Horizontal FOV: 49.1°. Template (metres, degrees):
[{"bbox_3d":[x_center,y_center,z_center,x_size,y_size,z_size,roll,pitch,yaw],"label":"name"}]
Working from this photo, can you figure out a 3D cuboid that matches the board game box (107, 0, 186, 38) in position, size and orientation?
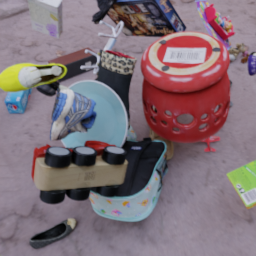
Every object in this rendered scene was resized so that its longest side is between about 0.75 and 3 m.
[{"bbox_3d":[0.442,-4.036,10.027,2.823,1.912,0.488,20,79,43],"label":"board game box"}]

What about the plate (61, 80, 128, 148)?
[{"bbox_3d":[-1.006,-0.173,7.707,2.258,2.258,0.289,21,18,19],"label":"plate"}]

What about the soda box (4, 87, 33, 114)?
[{"bbox_3d":[-4.636,-1.533,12.048,0.643,0.679,2.003,0,46,0],"label":"soda box"}]

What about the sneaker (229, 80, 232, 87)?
[{"bbox_3d":[3.876,-2.547,12.921,0.811,0.853,2.152,-31,55,-28],"label":"sneaker"}]

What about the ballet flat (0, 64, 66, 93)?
[{"bbox_3d":[-2.536,-1.476,7.769,0.714,0.712,2.130,-2,16,32],"label":"ballet flat"}]

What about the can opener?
[{"bbox_3d":[-2.882,-1.589,8.876,1.599,0.507,0.629,33,29,2],"label":"can opener"}]

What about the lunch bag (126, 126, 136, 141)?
[{"bbox_3d":[-0.333,0.197,10.500,1.111,0.534,1.386,-17,49,-15],"label":"lunch bag"}]

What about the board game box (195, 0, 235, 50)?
[{"bbox_3d":[3.161,-3.650,9.603,1.963,0.484,2.485,58,35,-7],"label":"board game box"}]

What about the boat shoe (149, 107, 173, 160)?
[{"bbox_3d":[1.177,0.116,10.410,0.849,0.768,2.382,-4,46,-4],"label":"boat shoe"}]

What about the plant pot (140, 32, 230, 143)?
[{"bbox_3d":[1.753,-1.358,8.644,2.799,2.549,2.799,-6,48,7],"label":"plant pot"}]

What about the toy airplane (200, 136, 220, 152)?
[{"bbox_3d":[2.985,0.549,10.411,0.960,0.177,0.960,1,47,-2],"label":"toy airplane"}]

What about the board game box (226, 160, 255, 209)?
[{"bbox_3d":[3.821,1.207,7.346,2.130,0.319,1.018,-29,52,8],"label":"board game box"}]

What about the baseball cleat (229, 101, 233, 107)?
[{"bbox_3d":[4.090,-1.228,11.917,0.301,0.459,0.863,-39,51,-15],"label":"baseball cleat"}]

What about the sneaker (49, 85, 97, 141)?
[{"bbox_3d":[-1.226,-0.143,6.304,0.934,2.194,0.845,12,72,-13],"label":"sneaker"}]

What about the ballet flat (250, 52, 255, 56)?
[{"bbox_3d":[4.753,-2.275,9.623,0.542,0.545,1.595,-44,33,1],"label":"ballet flat"}]

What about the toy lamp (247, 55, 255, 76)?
[{"bbox_3d":[4.792,-1.933,7.960,2.509,0.730,0.730,3,41,37],"label":"toy lamp"}]

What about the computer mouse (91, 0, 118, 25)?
[{"bbox_3d":[-0.702,-4.259,9.329,0.481,1.264,1.826,28,39,-35],"label":"computer mouse"}]

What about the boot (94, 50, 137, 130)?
[{"bbox_3d":[-0.834,-1.299,8.333,1.006,2.105,2.787,-12,30,-42],"label":"boot"}]

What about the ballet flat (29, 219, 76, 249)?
[{"bbox_3d":[-2.107,2.985,7.934,1.366,0.388,0.454,-25,51,-22],"label":"ballet flat"}]

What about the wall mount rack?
[{"bbox_3d":[-0.877,-2.484,8.685,0.717,1.923,1.671,23,29,-21],"label":"wall mount rack"}]

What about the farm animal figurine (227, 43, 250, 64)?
[{"bbox_3d":[5.612,-3.941,14.340,1.326,0.699,1.341,0,46,0],"label":"farm animal figurine"}]

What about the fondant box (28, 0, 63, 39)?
[{"bbox_3d":[-2.981,-4.103,10.216,1.093,1.515,0.441,19,63,-2],"label":"fondant box"}]

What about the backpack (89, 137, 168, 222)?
[{"bbox_3d":[-0.044,1.549,8.123,2.122,1.851,2.414,6,30,21],"label":"backpack"}]

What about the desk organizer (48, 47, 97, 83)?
[{"bbox_3d":[-2.602,-3.067,13.454,2.237,0.802,0.861,-27,50,-23],"label":"desk organizer"}]

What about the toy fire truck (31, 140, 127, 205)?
[{"bbox_3d":[-1.373,0.853,6.652,1.962,1.434,2.229,1,18,-32],"label":"toy fire truck"}]
